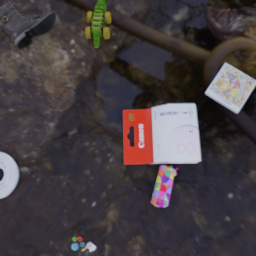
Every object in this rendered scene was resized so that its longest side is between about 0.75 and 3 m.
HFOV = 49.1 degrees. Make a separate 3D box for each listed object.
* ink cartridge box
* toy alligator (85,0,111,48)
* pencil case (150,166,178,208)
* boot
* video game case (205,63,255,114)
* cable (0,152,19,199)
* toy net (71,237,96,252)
[{"bbox_3d":[1.157,0.227,9.985,2.625,0.749,2.133,0,74,-4],"label":"ink cartridge box"},{"bbox_3d":[-1.193,-4.600,11.365,0.935,0.678,2.821,2,73,3],"label":"toy alligator"},{"bbox_3d":[1.216,1.970,9.487,0.638,0.638,1.444,17,76,5],"label":"pencil case"},{"bbox_3d":[-4.284,-4.443,11.292,2.230,0.772,1.941,-40,78,-8],"label":"boot"},{"bbox_3d":[3.948,-1.541,10.738,1.426,0.179,1.566,34,76,9],"label":"video game case"},{"bbox_3d":[-4.551,1.659,9.601,1.611,0.558,1.610,-32,75,-10],"label":"cable"},{"bbox_3d":[-1.449,3.823,9.176,0.813,0.157,0.426,6,71,0],"label":"toy net"}]
